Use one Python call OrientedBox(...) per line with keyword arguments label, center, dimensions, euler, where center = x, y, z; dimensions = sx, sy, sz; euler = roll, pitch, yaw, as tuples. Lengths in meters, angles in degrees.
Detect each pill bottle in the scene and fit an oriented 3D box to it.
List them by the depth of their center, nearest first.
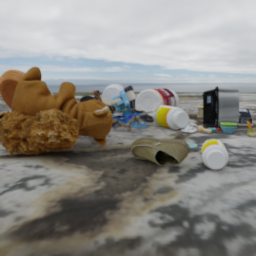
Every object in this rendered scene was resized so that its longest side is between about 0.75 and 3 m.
OrientedBox(label="pill bottle", center=(1.900, 0.586, 6.165), dimensions=(0.537, 0.537, 0.983), euler=(2, 9, 13))
OrientedBox(label="pill bottle", center=(1.712, -0.419, 11.234), dimensions=(0.866, 0.866, 1.585), euler=(-4, 10, -24))
OrientedBox(label="pill bottle", center=(1.611, -1.318, 14.654), dimensions=(1.491, 1.491, 2.611), euler=(5, 12, 30))
OrientedBox(label="pill bottle", center=(-0.823, -2.223, 19.630), dimensions=(1.672, 1.672, 2.887), euler=(2, 10, 10))

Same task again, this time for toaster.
OrientedBox(label="toaster", center=(3.608, -0.810, 11.023), dimensions=(0.974, 1.485, 1.642), euler=(-2, 2, -5))

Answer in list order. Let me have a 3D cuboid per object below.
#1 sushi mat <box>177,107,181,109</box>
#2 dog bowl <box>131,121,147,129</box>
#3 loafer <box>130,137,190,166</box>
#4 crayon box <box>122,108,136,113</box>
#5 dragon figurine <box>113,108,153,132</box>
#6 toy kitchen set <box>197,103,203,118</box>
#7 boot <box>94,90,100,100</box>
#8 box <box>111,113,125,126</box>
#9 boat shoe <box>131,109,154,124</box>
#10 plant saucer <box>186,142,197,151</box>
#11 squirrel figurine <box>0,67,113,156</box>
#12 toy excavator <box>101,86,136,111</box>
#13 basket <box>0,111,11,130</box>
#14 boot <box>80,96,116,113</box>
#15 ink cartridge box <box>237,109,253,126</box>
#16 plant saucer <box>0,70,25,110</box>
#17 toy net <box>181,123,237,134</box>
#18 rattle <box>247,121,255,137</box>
OrientedBox(label="sushi mat", center=(2.191, -1.256, 17.817), dimensions=(2.295, 0.139, 1.098), euler=(-1, -1, 0))
OrientedBox(label="dog bowl", center=(0.360, -0.134, 11.456), dimensions=(0.518, 0.230, 0.929), euler=(-8, 13, -40))
OrientedBox(label="loafer", center=(0.631, 0.538, 6.266), dimensions=(1.483, 0.564, 0.500), euler=(-6, 38, 37))
OrientedBox(label="crayon box", center=(0.051, -1.046, 16.896), dimensions=(0.793, 0.231, 0.471), euler=(-1, 8, -2))
OrientedBox(label="dragon figurine", center=(0.087, -0.408, 10.482), dimensions=(1.645, 0.484, 0.818), euler=(-36, 49, 6))
OrientedBox(label="toy kitchen set", center=(4.376, -1.171, 14.464), dimensions=(1.458, 1.189, 1.315), euler=(3, 15, 18))
OrientedBox(label="boot", center=(-1.817, -1.760, 17.965), dimensions=(0.564, 1.296, 1.558), euler=(3, 10, 15))
OrientedBox(label="box", center=(-0.954, -0.383, 12.257), dimensions=(1.393, 0.403, 1.753), euler=(-8, 11, -39))
OrientedBox(label="boat shoe", center=(0.577, -0.501, 11.628), dimensions=(1.423, 0.461, 0.512), euler=(10, 31, -32))
OrientedBox(label="plant saucer", center=(1.508, 0.528, 7.714), dimensions=(0.774, 0.149, 0.774), euler=(-1, 10, 0))
OrientedBox(label="squirrel figurine", center=(-1.805, -0.111, 7.564), dimensions=(2.626, 1.991, 2.814), euler=(15, 33, 2))
OrientedBox(label="toy excavator", center=(-0.648, -1.537, 16.893), dimensions=(2.473, 1.235, 2.405), euler=(-24, -7, -4))
OrientedBox(label="basket", center=(-4.118, -0.115, 9.369), dimensions=(0.911, 0.873, 1.223), euler=(-7, 12, -43))
OrientedBox(label="boot", center=(-1.415, -0.937, 13.264), dimensions=(1.953, 0.777, 2.244), euler=(-3, -12, -35))
OrientedBox(label="ink cartridge box", center=(4.524, -0.583, 12.773), dimensions=(1.965, 0.430, 1.984), euler=(2, 17, 16))
OrientedBox(label="plant saucer", center=(-5.205, -1.526, 13.559), dimensions=(2.626, 2.626, 0.492), euler=(5, 37, 26))
OrientedBox(label="toy net", center=(2.976, -0.035, 10.412), dimensions=(1.944, 0.375, 1.020), euler=(2, 10, 12))
OrientedBox(label="rattle", center=(4.428, 0.069, 9.426), dimensions=(0.756, 0.540, 0.492), euler=(0, -11, 40))
